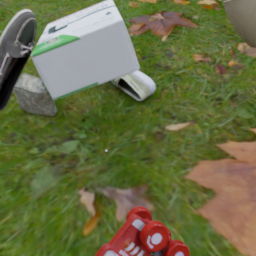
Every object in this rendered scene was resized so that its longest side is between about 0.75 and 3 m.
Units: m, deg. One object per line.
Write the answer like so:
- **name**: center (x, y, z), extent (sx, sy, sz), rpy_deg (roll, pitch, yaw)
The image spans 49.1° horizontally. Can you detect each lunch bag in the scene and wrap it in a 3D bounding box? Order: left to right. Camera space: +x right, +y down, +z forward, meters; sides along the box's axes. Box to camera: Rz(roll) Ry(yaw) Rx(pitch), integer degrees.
- **lunch bag**: center (-2.966, -1.035, 9.180), extent (1.348, 1.106, 0.793), rpy_deg (19, 52, 17)

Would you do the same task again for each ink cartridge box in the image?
- **ink cartridge box**: center (-1.032, -2.092, 6.988), extent (2.076, 1.176, 2.832), rpy_deg (-20, 32, 4)

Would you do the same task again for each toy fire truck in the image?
- **toy fire truck**: center (0.242, 1.946, 4.307), extent (1.071, 1.275, 0.715), rpy_deg (-47, 21, -9)

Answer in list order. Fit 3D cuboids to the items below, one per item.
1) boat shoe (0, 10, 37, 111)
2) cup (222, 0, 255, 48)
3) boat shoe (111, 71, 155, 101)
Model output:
- **boat shoe**: center (-2.539, -1.404, 6.207), extent (0.682, 2.394, 0.800), rpy_deg (42, 22, 3)
- **cup**: center (2.990, -2.418, 6.074), extent (1.599, 1.143, 1.599), rpy_deg (-17, 18, 6)
- **boat shoe**: center (-0.204, -1.846, 10.122), extent (2.547, 0.917, 0.790), rpy_deg (33, 59, 25)
